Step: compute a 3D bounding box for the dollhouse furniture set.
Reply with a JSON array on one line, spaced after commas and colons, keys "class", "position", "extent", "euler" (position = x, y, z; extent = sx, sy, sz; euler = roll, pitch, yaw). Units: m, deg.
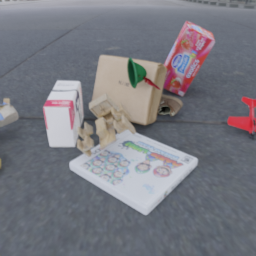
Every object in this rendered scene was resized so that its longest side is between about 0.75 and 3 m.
[{"class": "dollhouse furniture set", "position": [-0.584, -0.025, 8.571], "extent": [1.588, 1.125, 1.729], "euler": [-28, 41, 16]}]

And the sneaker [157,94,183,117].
[{"class": "sneaker", "position": [1.240, -0.938, 11.391], "extent": [1.979, 0.697, 0.748], "euler": [13, 59, 48]}]

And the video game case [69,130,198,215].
[{"class": "video game case", "position": [0.173, 1.064, 8.239], "extent": [2.833, 0.336, 2.578], "euler": [23, 37, 34]}]

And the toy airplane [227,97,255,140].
[{"class": "toy airplane", "position": [4.419, -0.393, 9.974], "extent": [1.751, 0.322, 1.751], "euler": [4, 66, -10]}]

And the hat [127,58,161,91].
[{"class": "hat", "position": [0.576, -1.809, 9.095], "extent": [1.027, 1.166, 0.966], "euler": [-12, 73, -12]}]

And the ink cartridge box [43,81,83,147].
[{"class": "ink cartridge box", "position": [-2.179, -0.547, 9.791], "extent": [0.897, 1.540, 2.128], "euler": [0, 32, 0]}]

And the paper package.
[{"class": "paper package", "position": [0.016, -1.434, 10.566], "extent": [2.384, 2.272, 1.233], "euler": [15, 9, 22]}]

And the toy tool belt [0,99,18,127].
[{"class": "toy tool belt", "position": [-4.532, -0.449, 9.474], "extent": [1.409, 0.880, 0.866], "euler": [-28, 74, -29]}]

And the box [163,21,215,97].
[{"class": "box", "position": [2.534, -3.072, 12.630], "extent": [1.364, 2.857, 1.424], "euler": [23, 34, -5]}]
